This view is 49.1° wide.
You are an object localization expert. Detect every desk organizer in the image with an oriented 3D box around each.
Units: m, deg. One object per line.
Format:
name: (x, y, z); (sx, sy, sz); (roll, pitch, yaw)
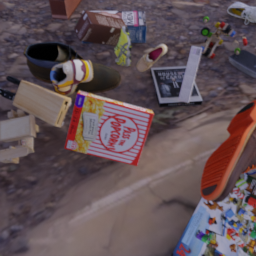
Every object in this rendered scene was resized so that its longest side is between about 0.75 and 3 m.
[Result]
desk organizer: (-2.902, -6.071, 13.235); (0.826, 0.886, 2.302); (8, 49, 7)

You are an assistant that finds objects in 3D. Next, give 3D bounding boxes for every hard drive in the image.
hard drive: (4.484, -2.332, 10.275); (0.948, 0.297, 1.406); (-29, 54, -24)

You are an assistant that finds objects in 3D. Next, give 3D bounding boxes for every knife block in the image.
knife block: (-2.424, -0.744, 7.033); (1.884, 0.687, 2.146); (20, 4, -14)

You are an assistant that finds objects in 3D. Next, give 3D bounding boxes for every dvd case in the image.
dvd case: (1.586, -1.441, 9.535); (1.419, 0.234, 1.888); (-4, 49, -5)

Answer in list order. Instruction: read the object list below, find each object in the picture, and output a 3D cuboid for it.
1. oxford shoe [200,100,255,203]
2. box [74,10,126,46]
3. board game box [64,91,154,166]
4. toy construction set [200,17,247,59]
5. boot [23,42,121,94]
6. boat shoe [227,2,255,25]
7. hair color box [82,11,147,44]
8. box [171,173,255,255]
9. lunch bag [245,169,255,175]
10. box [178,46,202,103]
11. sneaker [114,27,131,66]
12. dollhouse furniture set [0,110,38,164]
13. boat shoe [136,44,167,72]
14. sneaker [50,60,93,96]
oxford shoe: (2.315, 0.535, 5.500); (0.960, 0.942, 2.647); (43, 60, -2)
box: (-0.907, -3.416, 9.721); (1.690, 0.846, 0.633); (-6, 65, -42)
board game box: (-0.479, 0.029, 6.951); (1.891, 1.432, 0.438); (14, 16, -7)
toy construction set: (3.586, -3.460, 10.669); (1.717, 1.432, 1.320); (14, 39, 9)
boot: (-1.606, -1.710, 8.139); (2.836, 1.374, 1.059); (7, 80, -1)
boat shoe: (5.300, -5.067, 12.453); (0.835, 0.724, 1.959); (-35, 55, -27)
hair color box: (-0.588, -4.192, 11.614); (2.628, 0.795, 1.314); (-1, 48, -1)
box: (2.315, 2.307, 5.933); (2.007, 0.554, 2.939); (26, 53, 21)
lunch bag: (3.298, 0.531, 6.934); (1.558, 1.325, 0.965); (-3, 61, -8)
box: (1.890, -1.615, 8.548); (0.350, 1.690, 0.327); (13, 8, 11)
sneaker: (-0.191, -2.730, 9.586); (0.565, 1.479, 0.558); (-3, 45, -3)
dollhouse furniture set: (-2.368, 0.292, 6.958); (0.775, 1.588, 1.354); (-11, 72, 7)
boat shoe: (0.728, -2.334, 9.367); (0.464, 1.258, 0.435); (50, 27, -1)
sneaker: (-1.700, -1.300, 7.253); (0.852, 1.892, 0.709); (-7, 81, -38)
